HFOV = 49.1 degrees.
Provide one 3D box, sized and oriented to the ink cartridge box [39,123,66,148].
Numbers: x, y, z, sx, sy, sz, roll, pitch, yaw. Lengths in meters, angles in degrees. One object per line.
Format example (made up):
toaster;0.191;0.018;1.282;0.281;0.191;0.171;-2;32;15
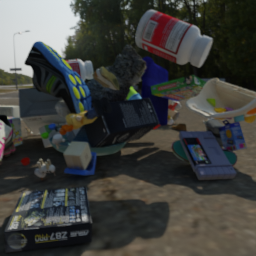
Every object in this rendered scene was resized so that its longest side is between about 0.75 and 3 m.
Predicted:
ink cartridge box;-2.554;0.236;9.891;0.408;0.709;0.971;-26;-8;36

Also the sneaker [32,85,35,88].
sneaker;-2.617;-1.536;10.656;2.060;0.795;0.806;0;-13;-35

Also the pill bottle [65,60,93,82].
pill bottle;-2.055;-1.983;10.024;1.520;0.853;0.853;-10;11;-15

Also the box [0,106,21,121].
box;-6.838;-0.772;15.266;1.873;0.889;0.728;4;9;16

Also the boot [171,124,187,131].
boot;2.435;-0.069;13.378;0.326;0.335;0.887;-9;12;-38

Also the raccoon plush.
raccoon plush;-0.623;-1.306;8.510;1.407;1.949;2.909;43;46;9

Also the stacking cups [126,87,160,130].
stacking cups;0.308;-0.931;11.233;0.768;0.768;2.537;-10;52;-47

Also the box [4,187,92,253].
box;-1.160;1.321;4.308;1.128;0.344;1.399;0;9;-12

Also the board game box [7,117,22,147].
board game box;-4.852;0.153;9.725;1.937;0.998;1.016;1;9;9

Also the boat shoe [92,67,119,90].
boat shoe;-0.522;-1.154;6.762;0.314;0.343;0.917;-19;-28;20

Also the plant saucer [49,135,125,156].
plant saucer;-1.308;0.535;9.130;2.470;0.339;2.470;4;8;-1

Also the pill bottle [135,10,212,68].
pill bottle;1.261;-2.420;7.743;1.929;1.083;1.083;28;17;16

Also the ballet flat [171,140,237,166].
ballet flat;1.962;0.719;7.424;1.741;0.602;0.619;10;-11;0

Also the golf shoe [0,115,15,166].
golf shoe;-3.822;0.352;7.589;1.011;1.282;2.785;-1;10;-10

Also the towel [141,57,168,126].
towel;0.894;-1.242;9.978;0.538;2.173;1.605;-8;-17;35

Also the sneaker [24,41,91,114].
sneaker;-2.063;-1.282;8.179;1.137;2.744;0.973;-44;-14;18

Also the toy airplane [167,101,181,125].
toy airplane;2.199;-0.738;15.050;1.641;1.158;1.633;-15;-21;-12

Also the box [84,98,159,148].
box;-0.222;-0.129;8.279;1.765;0.921;1.306;-10;-18;-33

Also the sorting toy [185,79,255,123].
sorting toy;2.507;-0.610;7.672;1.627;0.965;1.807;-12;28;-28

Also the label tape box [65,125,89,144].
label tape box;-1.154;-0.179;9.221;1.218;1.700;0.562;-3;51;-43

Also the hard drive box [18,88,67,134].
hard drive box;-2.738;-0.601;10.465;2.082;1.026;2.671;-5;-12;-12

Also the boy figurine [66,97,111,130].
boy figurine;-1.045;-0.324;7.075;1.435;0.462;0.892;-19;7;43

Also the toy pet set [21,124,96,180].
toy pet set;-1.513;0.684;6.776;1.411;0.802;1.511;4;37;17

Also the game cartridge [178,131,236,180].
game cartridge;1.857;0.615;6.765;0.940;0.278;1.450;3;41;-18

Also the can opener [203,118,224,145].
can opener;3.559;0.027;11.254;0.987;0.782;2.970;2;9;12

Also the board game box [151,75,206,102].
board game box;1.897;-1.296;9.537;1.441;0.312;2.141;-12;-7;31

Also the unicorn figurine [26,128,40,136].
unicorn figurine;-3.934;0.140;12.008;0.789;0.424;1.148;-13;-2;-17

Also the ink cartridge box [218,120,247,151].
ink cartridge box;2.767;0.198;7.513;0.325;0.853;0.582;-9;-10;-15
